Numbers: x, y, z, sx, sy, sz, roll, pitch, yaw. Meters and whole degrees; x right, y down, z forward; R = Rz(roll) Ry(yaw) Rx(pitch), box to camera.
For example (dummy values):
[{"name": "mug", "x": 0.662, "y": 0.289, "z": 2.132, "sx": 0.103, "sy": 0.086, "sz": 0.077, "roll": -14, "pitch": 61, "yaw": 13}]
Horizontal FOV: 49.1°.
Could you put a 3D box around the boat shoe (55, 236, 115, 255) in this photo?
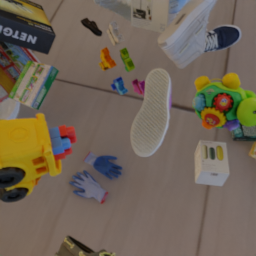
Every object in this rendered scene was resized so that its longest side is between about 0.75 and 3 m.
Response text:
[{"name": "boat shoe", "x": -0.639, "y": 2.832, "z": 5.742, "sx": 2.324, "sy": 0.831, "sz": 0.695, "roll": 1, "pitch": 64, "yaw": 38}]

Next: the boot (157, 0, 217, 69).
[{"name": "boot", "x": 1.901, "y": -2.801, "z": 7.941, "sx": 2.368, "sy": 1.132, "sz": 0.871, "roll": -48, "pitch": 30, "yaw": -6}]

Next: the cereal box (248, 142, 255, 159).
[{"name": "cereal box", "x": 4.712, "y": 0.900, "z": 9.677, "sx": 0.882, "sy": 0.174, "sz": 0.635, "roll": 30, "pitch": 65, "yaw": 15}]

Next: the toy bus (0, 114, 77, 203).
[{"name": "toy bus", "x": -1.966, "y": 0.584, "z": 5.946, "sx": 1.815, "sy": 1.891, "sz": 1.283, "roll": -13, "pitch": 57, "yaw": -16}]

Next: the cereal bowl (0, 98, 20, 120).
[{"name": "cereal bowl", "x": -5.186, "y": -0.717, "z": 9.911, "sx": 2.688, "sy": 1.120, "sz": 2.688, "roll": 3, "pitch": 65, "yaw": -7}]

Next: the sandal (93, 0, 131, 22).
[{"name": "sandal", "x": 0.009, "y": -4.378, "z": 9.875, "sx": 1.108, "sy": 2.722, "sz": 0.669, "roll": 2, "pitch": 88, "yaw": 43}]

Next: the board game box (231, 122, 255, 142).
[{"name": "board game box", "x": 4.307, "y": -0.369, "z": 10.208, "sx": 1.266, "sy": 0.264, "sz": 1.872, "roll": 1, "pitch": 57, "yaw": 3}]

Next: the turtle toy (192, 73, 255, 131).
[{"name": "turtle toy", "x": 2.762, "y": -0.572, "z": 7.824, "sx": 2.268, "sy": 1.653, "sz": 1.146, "roll": 3, "pitch": 48, "yaw": 45}]

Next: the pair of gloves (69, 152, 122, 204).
[{"name": "pair of gloves", "x": -1.048, "y": 1.582, "z": 9.320, "sx": 1.399, "sy": 0.198, "sz": 1.740, "roll": 28, "pitch": 67, "yaw": 12}]

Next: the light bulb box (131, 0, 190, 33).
[{"name": "light bulb box", "x": 1.226, "y": -4.498, "z": 8.845, "sx": 1.398, "sy": 2.241, "sz": 2.221, "roll": 23, "pitch": 45, "yaw": 26}]

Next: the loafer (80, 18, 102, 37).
[{"name": "loafer", "x": -1.338, "y": -3.866, "z": 10.594, "sx": 1.049, "sy": 0.383, "sz": 0.374, "roll": 40, "pitch": 85, "yaw": 13}]

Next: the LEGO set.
[{"name": "LEGO set", "x": -0.352, "y": -1.832, "z": 8.447, "sx": 0.890, "sy": 0.957, "sz": 2.333, "roll": -30, "pitch": 105, "yaw": -15}]

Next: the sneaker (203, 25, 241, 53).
[{"name": "sneaker", "x": 2.500, "y": -2.819, "z": 9.315, "sx": 2.257, "sy": 0.791, "sz": 1.224, "roll": -2, "pitch": 23, "yaw": 31}]

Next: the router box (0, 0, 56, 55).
[{"name": "router box", "x": -3.567, "y": -3.197, "z": 7.812, "sx": 2.638, "sy": 0.689, "sz": 2.074, "roll": 8, "pitch": 38, "yaw": -39}]

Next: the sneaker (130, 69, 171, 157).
[{"name": "sneaker", "x": 0.688, "y": -0.204, "z": 6.759, "sx": 0.772, "sy": 1.214, "sz": 2.129, "roll": 12, "pitch": 72, "yaw": 16}]

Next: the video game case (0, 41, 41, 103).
[{"name": "video game case", "x": -4.258, "y": -1.878, "z": 9.047, "sx": 1.983, "sy": 0.242, "sz": 2.773, "roll": 51, "pitch": 54, "yaw": -2}]

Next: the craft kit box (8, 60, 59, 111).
[{"name": "craft kit box", "x": -2.902, "y": -1.325, "z": 8.545, "sx": 1.348, "sy": 0.331, "sz": 1.365, "roll": 21, "pitch": 81, "yaw": 33}]

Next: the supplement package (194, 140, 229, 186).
[{"name": "supplement package", "x": 2.303, "y": 0.982, "z": 7.813, "sx": 0.753, "sy": 0.748, "sz": 0.993, "roll": 6, "pitch": 53, "yaw": 4}]
